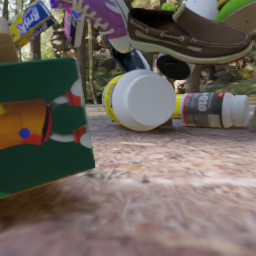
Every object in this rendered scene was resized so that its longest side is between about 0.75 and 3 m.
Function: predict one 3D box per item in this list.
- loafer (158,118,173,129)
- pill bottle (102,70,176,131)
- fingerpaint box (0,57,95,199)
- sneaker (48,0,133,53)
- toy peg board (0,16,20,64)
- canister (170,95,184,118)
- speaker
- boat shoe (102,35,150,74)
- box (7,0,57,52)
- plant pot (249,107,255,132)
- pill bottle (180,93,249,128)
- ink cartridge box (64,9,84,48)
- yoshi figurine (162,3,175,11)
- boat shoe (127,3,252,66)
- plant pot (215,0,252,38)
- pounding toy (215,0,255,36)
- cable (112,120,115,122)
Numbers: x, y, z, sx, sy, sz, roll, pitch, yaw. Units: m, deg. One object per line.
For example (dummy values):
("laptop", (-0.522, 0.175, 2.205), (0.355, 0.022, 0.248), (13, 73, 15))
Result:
("loafer", (1.129, -0.249, 8.450), (0.490, 0.454, 1.303), (0, 6, -1))
("pill bottle", (0.236, -0.781, 7.912), (1.623, 1.623, 2.886), (-1, 6, -13))
("fingerpaint box", (-1.768, 0.001, 2.447), (2.021, 0.888, 2.422), (-15, 13, -31))
("sneaker", (-1.031, -2.935, 6.943), (1.679, 2.946, 1.068), (-44, 28, -24))
("toy peg board", (-2.959, -0.906, 3.938), (2.646, 1.294, 2.635), (-18, -10, -16))
("canister", (2.926, -0.925, 12.291), (1.831, 1.067, 2.466), (-4, 8, -32))
("speaker", (1.620, -2.468, 7.536), (0.979, 2.411, 0.979), (23, -23, 10))
("boat shoe", (-0.226, -2.883, 10.221), (0.968, 2.820, 0.798), (-45, -17, 33))
("box", (-3.119, -2.997, 8.419), (1.848, 0.647, 0.594), (-35, 0, 4))
("plant pot", (4.095, -0.670, 7.115), (1.825, 1.583, 1.825), (0, 7, 0))
("pill bottle", (2.591, -0.545, 8.428), (1.821, 1.037, 1.037), (3, 7, 31))
("ink cartridge box", (-1.905, -3.785, 9.903), (0.331, 0.844, 1.782), (-23, -20, -29))
("yoshi figurine", (1.540, -4.626, 11.667), (0.779, 0.782, 1.391), (37, -28, 0))
("boat shoe", (1.187, -2.080, 6.011), (2.796, 1.032, 1.034), (12, -32, 23))
("plant pot", (3.319, -3.594, 8.891), (1.734, 1.621, 1.621), (36, 16, 12))
("pounding toy", (2.740, -2.906, 6.871), (1.563, 0.940, 2.025), (-18, -11, 11))
("cable", (-0.319, -0.299, 10.190), (0.395, 0.204, 0.812), (-2, 6, -23))
